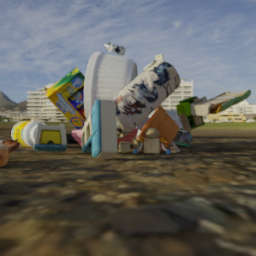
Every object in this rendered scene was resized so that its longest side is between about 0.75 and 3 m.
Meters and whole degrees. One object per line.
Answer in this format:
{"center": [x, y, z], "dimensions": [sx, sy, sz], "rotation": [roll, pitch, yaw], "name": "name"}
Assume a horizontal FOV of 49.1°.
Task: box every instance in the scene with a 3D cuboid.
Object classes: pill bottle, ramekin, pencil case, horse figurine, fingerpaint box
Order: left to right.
{"center": [-2.694, 0.480, 5.276], "dimensions": [1.230, 0.463, 1.856], "rotation": [0, 0, -22], "name": "horse figurine"}
{"center": [-3.283, 0.220, 9.630], "dimensions": [0.917, 0.917, 1.627], "rotation": [0, 1, -42], "name": "pill bottle"}
{"center": [-1.811, -0.995, 9.932], "dimensions": [1.435, 1.720, 0.631], "rotation": [-38, 35, -3], "name": "fingerpaint box"}
{"center": [-0.490, -1.268, 10.005], "dimensions": [1.435, 2.734, 2.734], "rotation": [5, 1, 8], "name": "ramekin"}
{"center": [0.279, -0.907, 8.249], "dimensions": [2.839, 1.270, 1.104], "rotation": [-43, 20, -25], "name": "pencil case"}
{"center": [0.784, -0.046, 10.748], "dimensions": [0.603, 0.603, 1.156], "rotation": [0, -14, 27], "name": "pill bottle"}

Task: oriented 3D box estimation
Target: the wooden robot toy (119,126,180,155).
{"center": [0.586, 0.316, 7.696], "dimensions": [1.664, 0.755, 0.733], "rotation": [0, 1, 11], "name": "wooden robot toy"}

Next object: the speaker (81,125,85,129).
{"center": [-1.597, -0.969, 11.158], "dimensions": [0.787, 1.939, 0.787], "rotation": [1, -11, 0], "name": "speaker"}

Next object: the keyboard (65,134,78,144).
{"center": [-2.297, 0.501, 12.726], "dimensions": [1.639, 0.350, 2.730], "rotation": [8, 4, 34], "name": "keyboard"}

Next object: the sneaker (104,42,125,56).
{"center": [-0.502, -2.799, 9.839], "dimensions": [0.559, 0.343, 0.859], "rotation": [34, 28, 26], "name": "sneaker"}

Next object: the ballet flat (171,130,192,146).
{"center": [1.632, 0.339, 10.800], "dimensions": [1.886, 0.678, 0.678], "rotation": [0, 1, 44], "name": "ballet flat"}

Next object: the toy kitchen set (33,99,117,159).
{"center": [-1.370, 0.264, 6.744], "dimensions": [1.698, 1.248, 2.119], "rotation": [3, -21, -19], "name": "toy kitchen set"}

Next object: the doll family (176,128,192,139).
{"center": [2.283, 0.286, 13.719], "dimensions": [1.961, 0.769, 1.133], "rotation": [3, -7, -40], "name": "doll family"}

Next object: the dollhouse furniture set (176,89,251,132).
{"center": [2.539, -0.417, 8.921], "dimensions": [1.446, 1.117, 2.893], "rotation": [-20, 9, -13], "name": "dollhouse furniture set"}

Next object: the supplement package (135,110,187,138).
{"center": [1.750, -0.205, 16.963], "dimensions": [2.944, 1.633, 2.293], "rotation": [0, 0, 45], "name": "supplement package"}

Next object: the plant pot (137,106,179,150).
{"center": [0.990, 0.072, 8.738], "dimensions": [0.895, 1.279, 1.279], "rotation": [34, 0, -1], "name": "plant pot"}

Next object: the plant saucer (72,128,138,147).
{"center": [-0.807, 0.336, 10.006], "dimensions": [2.360, 0.598, 2.360], "rotation": [-3, -1, 0], "name": "plant saucer"}
